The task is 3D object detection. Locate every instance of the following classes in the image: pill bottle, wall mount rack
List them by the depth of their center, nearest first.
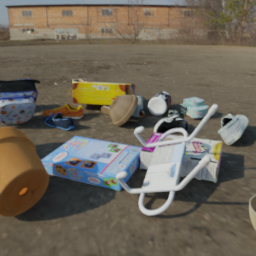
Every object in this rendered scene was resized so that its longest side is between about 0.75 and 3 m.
[{"bbox_3d":[1.067,0.629,6.854,2.494,1.070,2.871,-14,36,34],"label":"wall mount rack"},{"bbox_3d":[1.604,-1.248,13.665,0.902,0.902,1.699,7,21,18],"label":"pill bottle"}]

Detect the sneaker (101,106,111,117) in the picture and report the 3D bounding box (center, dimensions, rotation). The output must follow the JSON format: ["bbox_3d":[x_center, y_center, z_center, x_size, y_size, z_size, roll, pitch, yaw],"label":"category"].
[{"bbox_3d":[-0.671,-0.734,13.062,1.153,0.404,0.625,29,23,36],"label":"sneaker"}]

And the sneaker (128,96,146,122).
[{"bbox_3d":[0.437,-0.828,12.949,0.875,0.815,2.206,18,30,11],"label":"sneaker"}]

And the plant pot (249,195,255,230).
[{"bbox_3d":[3.028,1.956,5.803,1.052,0.706,1.052,0,22,0],"label":"plant pot"}]

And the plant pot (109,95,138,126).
[{"bbox_3d":[-0.306,-0.875,11.777,0.692,1.499,1.499,36,11,-21],"label":"plant pot"}]

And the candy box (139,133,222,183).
[{"bbox_3d":[1.658,0.837,8.654,2.276,0.694,1.552,8,23,19],"label":"candy box"}]

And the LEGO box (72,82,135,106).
[{"bbox_3d":[-1.191,-1.747,14.210,2.697,1.041,2.008,4,10,14],"label":"LEGO box"}]

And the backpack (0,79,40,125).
[{"bbox_3d":[-4.792,-1.026,11.769,2.068,1.969,1.593,-4,63,-30],"label":"backpack"}]

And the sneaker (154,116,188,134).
[{"bbox_3d":[1.801,-0.027,11.063,1.531,0.559,0.856,-26,41,-36],"label":"sneaker"}]

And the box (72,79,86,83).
[{"bbox_3d":[-2.950,-2.494,17.251,0.914,0.609,2.430,-5,23,-12],"label":"box"}]

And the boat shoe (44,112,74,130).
[{"bbox_3d":[-2.893,-0.371,11.855,1.711,0.587,0.720,11,22,29],"label":"boat shoe"}]

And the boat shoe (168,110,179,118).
[{"bbox_3d":[2.028,-0.636,12.692,0.413,0.350,1.134,-17,19,21],"label":"boat shoe"}]

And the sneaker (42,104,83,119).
[{"bbox_3d":[-2.979,-0.777,12.780,1.829,0.706,0.668,-4,23,-5],"label":"sneaker"}]

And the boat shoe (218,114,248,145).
[{"bbox_3d":[3.958,-0.140,10.673,0.800,0.783,2.245,48,36,4],"label":"boat shoe"}]

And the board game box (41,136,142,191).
[{"bbox_3d":[-1.034,0.978,8.605,2.566,0.469,1.941,10,25,21],"label":"board game box"}]

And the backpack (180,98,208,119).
[{"bbox_3d":[3.091,-0.894,12.918,1.053,0.893,1.186,-11,29,-25],"label":"backpack"}]

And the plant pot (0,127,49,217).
[{"bbox_3d":[-2.807,1.130,6.588,1.349,1.927,1.927,33,36,29],"label":"plant pot"}]
